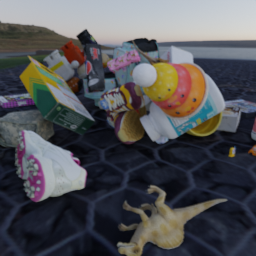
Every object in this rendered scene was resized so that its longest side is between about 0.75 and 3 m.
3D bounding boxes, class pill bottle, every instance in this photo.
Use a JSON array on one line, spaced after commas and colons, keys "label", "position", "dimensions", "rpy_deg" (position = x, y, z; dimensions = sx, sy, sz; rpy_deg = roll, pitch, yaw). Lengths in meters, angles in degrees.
[{"label": "pill bottle", "position": [1.544, -0.518, 8.346], "dimensions": [2.325, 1.288, 1.288], "rpy_deg": [-31, 16, 8]}]

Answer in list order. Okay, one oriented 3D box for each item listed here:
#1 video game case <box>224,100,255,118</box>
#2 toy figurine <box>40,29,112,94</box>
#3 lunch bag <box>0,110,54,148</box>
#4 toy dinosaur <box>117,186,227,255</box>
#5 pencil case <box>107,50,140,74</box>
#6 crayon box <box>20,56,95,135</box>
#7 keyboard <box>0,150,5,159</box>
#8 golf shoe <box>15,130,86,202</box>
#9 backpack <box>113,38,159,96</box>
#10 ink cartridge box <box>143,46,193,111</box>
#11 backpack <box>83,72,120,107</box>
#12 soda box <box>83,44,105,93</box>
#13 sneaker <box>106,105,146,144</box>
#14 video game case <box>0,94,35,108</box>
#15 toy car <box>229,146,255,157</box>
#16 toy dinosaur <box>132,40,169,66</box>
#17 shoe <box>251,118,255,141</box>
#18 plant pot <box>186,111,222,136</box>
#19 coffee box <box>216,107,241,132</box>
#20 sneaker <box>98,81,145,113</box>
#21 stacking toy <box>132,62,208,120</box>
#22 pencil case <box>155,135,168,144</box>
[{"label": "video game case", "position": [5.329, -0.909, 12.913], "dimensions": [1.877, 0.265, 2.077], "rpy_deg": [-8, 20, -24]}, {"label": "toy figurine", "position": [-2.516, -2.700, 12.726], "dimensions": [2.997, 2.085, 2.951], "rpy_deg": [-47, 23, -29]}, {"label": "lunch bag", "position": [-3.427, -0.004, 8.965], "dimensions": [1.692, 0.995, 1.388], "rpy_deg": [6, 19, 4]}, {"label": "toy dinosaur", "position": [0.622, 1.607, 4.971], "dimensions": [2.158, 0.628, 1.091], "rpy_deg": [-18, 40, -27]}, {"label": "pencil case", "position": [-0.119, -1.878, 7.936], "dimensions": [0.922, 0.399, 0.382], "rpy_deg": [-23, -9, 14]}, {"label": "crayon box", "position": [-2.414, -1.061, 9.195], "dimensions": [2.711, 0.699, 1.704], "rpy_deg": [51, 12, 35]}, {"label": "keyboard", "position": [-4.325, 0.747, 7.949], "dimensions": [1.632, 0.209, 0.980], "rpy_deg": [5, 25, 13]}, {"label": "golf shoe", "position": [-1.949, 0.822, 6.712], "dimensions": [1.280, 1.053, 2.796], "rpy_deg": [3, 19, -32]}, {"label": "backpack", "position": [0.306, -1.953, 9.460], "dimensions": [1.421, 1.854, 1.630], "rpy_deg": [-20, 27, -15]}, {"label": "ink cartridge box", "position": [1.444, -1.775, 10.841], "dimensions": [0.957, 1.643, 2.272], "rpy_deg": [12, -25, -24]}, {"label": "backpack", "position": [-1.015, -1.860, 13.433], "dimensions": [2.241, 1.718, 1.970], "rpy_deg": [-3, 14, -29]}, {"label": "soda box", "position": [-1.147, -1.993, 9.456], "dimensions": [0.548, 1.549, 0.491], "rpy_deg": [-6, -1, -20]}, {"label": "sneaker", "position": [-0.182, -0.189, 9.790], "dimensions": [1.309, 1.089, 2.906], "rpy_deg": [-23, 19, 22]}, {"label": "video game case", "position": [-5.629, -1.418, 14.383], "dimensions": [1.833, 0.328, 1.661], "rpy_deg": [-11, 21, -31]}, {"label": "toy car", "position": [3.416, 0.676, 7.917], "dimensions": [1.017, 0.338, 0.499], "rpy_deg": [-4, 18, -15]}, {"label": "toy dinosaur", "position": [0.777, -1.958, 8.359], "dimensions": [1.635, 0.494, 0.868], "rpy_deg": [28, 10, -23]}, {"label": "shoe", "position": [4.977, 0.062, 8.412], "dimensions": [0.933, 1.188, 2.611], "rpy_deg": [-11, 21, -30]}, {"label": "plant pot", "position": [2.291, -0.497, 9.945], "dimensions": [1.520, 1.520, 1.430], "rpy_deg": [-5, 3, -15]}, {"label": "coffee box", "position": [3.765, -0.358, 10.666], "dimensions": [0.856, 0.597, 1.497], "rpy_deg": [9, 20, 25]}, {"label": "sneaker", "position": [-0.273, -0.811, 8.442], "dimensions": [1.032, 0.858, 2.290], "rpy_deg": [-19, 2, -15]}, {"label": "stacking toy", "position": [0.813, -1.031, 6.679], "dimensions": [1.513, 1.513, 2.071], "rpy_deg": [17, 6, 42]}, {"label": "pencil case", "position": [1.055, 0.181, 9.303], "dimensions": [0.455, 0.417, 1.004], "rpy_deg": [-4, 18, 0]}]
